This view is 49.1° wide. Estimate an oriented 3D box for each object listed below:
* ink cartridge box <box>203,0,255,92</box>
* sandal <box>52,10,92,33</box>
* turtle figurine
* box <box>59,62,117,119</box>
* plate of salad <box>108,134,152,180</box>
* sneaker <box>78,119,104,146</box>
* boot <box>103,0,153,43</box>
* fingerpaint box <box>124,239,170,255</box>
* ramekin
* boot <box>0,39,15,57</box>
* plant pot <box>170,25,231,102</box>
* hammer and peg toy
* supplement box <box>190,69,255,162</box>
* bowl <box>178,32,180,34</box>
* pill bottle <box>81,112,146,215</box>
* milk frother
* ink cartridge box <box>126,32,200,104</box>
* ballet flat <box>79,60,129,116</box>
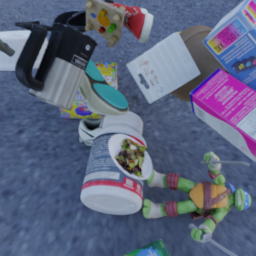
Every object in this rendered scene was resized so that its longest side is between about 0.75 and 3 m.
[{"bbox_3d":[2.771,-1.376,5.713,2.341,0.894,1.597,48,44,-7],"label":"ink cartridge box"},{"bbox_3d":[-1.631,-3.943,10.314,2.435,0.926,0.521,-17,6,-11],"label":"sandal"},{"bbox_3d":[1.553,1.538,6.514,2.489,1.847,2.567,-2,9,19],"label":"turtle figurine"},{"bbox_3d":[-1.402,-1.391,10.213,1.971,1.202,1.898,1,44,0],"label":"box"},{"bbox_3d":[0.083,0.478,4.999,0.986,0.237,0.986,30,34,-23],"label":"plate of salad"},{"bbox_3d":[-0.553,0.194,8.787,2.152,0.952,0.797,8,43,7],"label":"sneaker"},{"bbox_3d":[-0.183,-3.617,9.282,1.796,0.901,2.489,11,31,-15],"label":"boot"},{"bbox_3d":[0.300,3.637,5.265,1.939,0.853,2.325,-17,46,-17],"label":"fingerpaint box"},{"bbox_3d":[-3.375,-2.445,8.677,1.904,0.928,1.904,0,25,0],"label":"ramekin"},{"bbox_3d":[-3.047,-2.007,6.246,0.368,0.709,1.086,-46,69,1],"label":"boot"},{"bbox_3d":[2.204,-1.462,7.389,2.106,2.106,1.836,-18,34,-17],"label":"plant pot"},{"bbox_3d":[-0.845,-3.393,9.285,1.361,1.850,0.652,27,66,3],"label":"hammer and peg toy"},{"bbox_3d":[2.028,-0.257,5.254,0.819,0.802,1.585,-41,59,-5],"label":"supplement box"},{"bbox_3d":[1.697,-2.861,10.012,0.722,1.341,1.341,13,39,-23],"label":"bowl"},{"bbox_3d":[-0.280,0.841,7.409,1.501,1.501,2.510,5,56,5],"label":"pill bottle"},{"bbox_3d":[-1.941,-1.575,6.631,1.663,1.733,1.843,21,3,-40],"label":"milk frother"},{"bbox_3d":[0.809,-1.371,6.510,1.367,1.095,0.323,-31,13,9],"label":"ink cartridge box"},{"bbox_3d":[-0.838,-0.931,7.479,0.948,0.948,2.729,-18,46,-18],"label":"ballet flat"}]
